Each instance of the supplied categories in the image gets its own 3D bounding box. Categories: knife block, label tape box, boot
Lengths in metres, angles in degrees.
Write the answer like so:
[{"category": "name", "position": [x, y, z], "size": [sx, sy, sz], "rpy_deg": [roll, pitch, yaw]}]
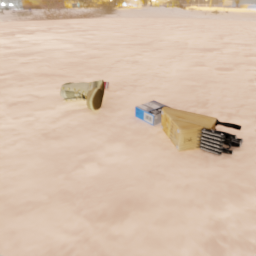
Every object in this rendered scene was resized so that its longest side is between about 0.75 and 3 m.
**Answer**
[{"category": "knife block", "position": [2.836, 0.035, 10.733], "size": [2.512, 0.916, 2.862], "rpy_deg": [-6, 27, -13]}, {"category": "label tape box", "position": [1.349, -0.774, 12.647], "size": [1.737, 0.550, 1.252], "rpy_deg": [-21, 35, -34]}, {"category": "boot", "position": [-2.339, -1.615, 13.820], "size": [2.115, 0.986, 2.735], "rpy_deg": [-1, 30, 4]}]

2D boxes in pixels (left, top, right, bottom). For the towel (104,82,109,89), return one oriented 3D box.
[{"category": "towel", "position": [-1.816, -2.432, 16.132], "size": [1.397, 0.159, 1.006], "rpy_deg": [-3, 29, 1]}]
